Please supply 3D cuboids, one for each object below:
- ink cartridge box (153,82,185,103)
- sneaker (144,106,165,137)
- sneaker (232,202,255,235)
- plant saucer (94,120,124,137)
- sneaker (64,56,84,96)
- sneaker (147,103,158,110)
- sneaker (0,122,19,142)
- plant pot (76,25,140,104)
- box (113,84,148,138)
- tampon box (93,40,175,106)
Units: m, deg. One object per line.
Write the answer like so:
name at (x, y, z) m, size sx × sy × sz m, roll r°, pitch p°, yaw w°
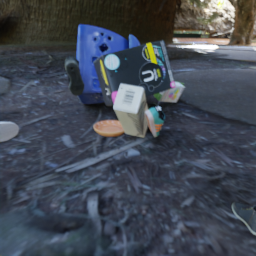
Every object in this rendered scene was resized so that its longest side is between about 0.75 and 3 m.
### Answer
ink cartridge box at (2.111, -1.726, 13.422) m, size 1.712 × 0.889 × 0.508 m, roll -1°, pitch 38°, yaw -42°
sneaker at (0.913, -0.178, 8.778) m, size 0.572 × 1.431 × 0.511 m, roll -26°, pitch 62°, yaw -3°
sneaker at (2.530, 1.715, 5.821) m, size 0.359 × 0.510 × 0.960 m, roll -5°, pitch 22°, yaw -12°
plant saucer at (-0.649, 0.031, 10.453) m, size 1.264 × 0.237 × 1.264 m, roll 1°, pitch 21°, yaw -1°
sneaker at (-1.937, -1.928, 10.133) m, size 0.582 × 1.523 × 0.873 m, roll -10°, pitch 45°, yaw -2°
sneaker at (0.868, -0.691, 11.843) m, size 0.837 × 0.558 × 1.461 m, roll 2°, pitch 26°, yaw -13°
sneaker at (-4.883, 0.077, 9.557) m, size 1.124 × 0.716 × 1.945 m, roll 23°, pitch 27°, yaw 37°
plant pot at (-0.867, -2.613, 12.589) m, size 2.622 × 2.917 × 2.917 m, roll 3°, pitch -3°, yaw -4°
box at (0.169, -0.484, 9.128) m, size 0.755 × 0.907 × 2.207 m, roll 12°, pitch -17°, yaw 14°
tampon box at (0.198, -2.002, 10.481) m, size 2.418 × 1.812 × 1.527 m, roll -19°, pitch 10°, yaw -17°
